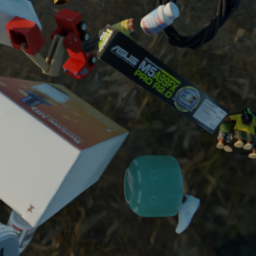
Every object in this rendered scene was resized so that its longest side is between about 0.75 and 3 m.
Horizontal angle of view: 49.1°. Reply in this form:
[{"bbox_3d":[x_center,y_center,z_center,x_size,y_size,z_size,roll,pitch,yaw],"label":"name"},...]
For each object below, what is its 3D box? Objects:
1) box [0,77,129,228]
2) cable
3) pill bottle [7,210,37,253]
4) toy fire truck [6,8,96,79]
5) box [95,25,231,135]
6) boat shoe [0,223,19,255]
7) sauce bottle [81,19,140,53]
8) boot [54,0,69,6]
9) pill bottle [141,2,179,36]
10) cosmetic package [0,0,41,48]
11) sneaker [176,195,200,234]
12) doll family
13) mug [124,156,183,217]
[{"bbox_3d":[-1.382,0.202,5.021,1.939,2.546,1.354,35,102,8],"label":"box"},{"bbox_3d":[1.478,-2.795,6.497,1.679,2.057,0.523,34,40,-10],"label":"cable"},{"bbox_3d":[-2.210,2.093,5.720,0.570,1.001,0.570,24,29,-14],"label":"pill bottle"},{"bbox_3d":[-1.679,-1.886,6.837,0.611,2.505,1.766,24,65,20],"label":"toy fire truck"},{"bbox_3d":[0.541,-1.023,5.434,2.468,1.977,0.546,31,105,-18],"label":"box"},{"bbox_3d":[-1.935,2.128,3.855,0.697,0.768,2.089,24,106,32],"label":"boat shoe"},{"bbox_3d":[-0.434,-2.063,6.438,1.426,0.471,0.471,-13,62,24],"label":"sauce bottle"},{"bbox_3d":[-2.158,-4.243,8.692,1.261,0.444,0.903,15,86,41],"label":"boot"},{"bbox_3d":[0.744,-2.546,6.559,0.467,0.858,0.467,15,67,-39],"label":"pill bottle"},{"bbox_3d":[-2.839,-2.555,6.417,1.258,0.773,1.254,9,41,-44],"label":"cosmetic package"},{"bbox_3d":[1.074,1.657,5.424,0.378,0.284,0.759,28,83,12],"label":"sneaker"},{"bbox_3d":[3.747,0.093,8.126,2.388,0.937,1.380,18,62,3],"label":"doll family"},{"bbox_3d":[0.381,1.129,5.435,0.863,1.396,1.147,2,73,-14],"label":"mug"}]
